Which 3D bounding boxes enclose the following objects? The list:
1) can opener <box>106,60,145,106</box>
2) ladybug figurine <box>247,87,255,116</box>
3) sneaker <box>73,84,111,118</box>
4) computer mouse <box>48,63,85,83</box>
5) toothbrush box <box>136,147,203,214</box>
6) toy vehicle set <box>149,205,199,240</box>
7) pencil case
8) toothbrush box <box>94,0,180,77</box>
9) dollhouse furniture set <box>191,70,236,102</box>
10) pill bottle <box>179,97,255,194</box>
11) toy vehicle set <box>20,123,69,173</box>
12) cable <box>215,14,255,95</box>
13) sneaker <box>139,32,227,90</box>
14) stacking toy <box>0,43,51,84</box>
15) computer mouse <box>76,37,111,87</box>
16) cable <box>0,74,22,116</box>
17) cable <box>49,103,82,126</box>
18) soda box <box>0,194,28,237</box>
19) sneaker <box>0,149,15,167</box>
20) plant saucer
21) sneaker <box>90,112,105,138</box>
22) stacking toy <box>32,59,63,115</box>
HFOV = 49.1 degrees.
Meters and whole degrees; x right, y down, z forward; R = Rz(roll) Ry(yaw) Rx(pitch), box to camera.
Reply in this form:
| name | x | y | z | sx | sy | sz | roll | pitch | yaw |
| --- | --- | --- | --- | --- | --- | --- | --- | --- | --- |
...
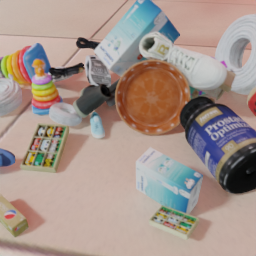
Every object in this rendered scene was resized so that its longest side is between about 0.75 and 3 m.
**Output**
| name | x | y | z | sx | sy | sz | roll | pitch | yaw |
| --- | --- | --- | --- | --- | --- | --- | --- | --- | --- |
| can opener | 0.117 | -1.485 | 9.483 | 2.264 | 0.757 | 0.604 | -38 | 71 | -11 |
| ladybug figurine | 3.294 | -0.452 | 6.642 | 0.468 | 0.883 | 1.301 | -30 | 44 | 1 |
| sneaker | -0.919 | -1.004 | 8.571 | 1.022 | 0.720 | 1.925 | -31 | 19 | 18 |
| computer mouse | -2.314 | -1.887 | 9.527 | 1.180 | 0.472 | 2.153 | -22 | 12 | -25 |
| toothbrush box | 0.806 | 1.131 | 5.817 | 1.276 | 0.934 | 0.544 | 25 | 48 | 29 |
| toy vehicle set | 0.880 | 1.803 | 5.403 | 0.817 | 0.108 | 0.508 | 10 | 29 | 36 |
| pencil case | 1.749 | -1.500 | 9.166 | 2.855 | 1.319 | 1.215 | -19 | 75 | -23 |
| toothbrush box | 0.336 | -2.925 | 9.633 | 1.048 | 2.457 | 1.799 | 53 | 17 | 25 |
| dollhouse furniture set | 2.346 | -1.008 | 8.207 | 0.795 | 1.535 | 0.679 | 29 | 51 | 6 |
| pill bottle | 2.222 | 0.266 | 6.739 | 1.367 | 1.367 | 2.444 | -10 | 37 | -14 |
| toy vehicle set | -2.091 | 0.480 | 7.163 | 0.858 | 0.183 | 1.382 | 3 | 50 | 5 |
| cable | 3.967 | -2.403 | 9.373 | 0.892 | 2.575 | 2.575 | 3 | 68 | -23 |
| sneaker | 1.314 | -1.852 | 7.674 | 1.492 | 0.951 | 2.581 | 13 | 17 | -41 |
| stacking toy | -4.307 | -2.209 | 10.451 | 2.571 | 1.411 | 1.492 | -4 | 37 | 15 |
| computer mouse | -1.237 | -2.319 | 10.517 | 1.334 | 0.534 | 2.432 | 8 | 57 | -27 |
| cable | -4.426 | -1.009 | 9.116 | 1.860 | 0.644 | 1.860 | -22 | 43 | -26 |
| cable | -1.838 | -0.404 | 8.315 | 0.971 | 0.336 | 0.971 | 28 | 23 | 20 |
| soda box | -2.411 | 1.739 | 5.602 | 0.936 | 0.300 | 0.317 | 27 | 44 | 31 |
| sneaker | -3.302 | 0.753 | 6.508 | 1.267 | 0.468 | 0.521 | 6 | 27 | -11 |
| plant saucer | 0.676 | -0.842 | 7.822 | 2.061 | 2.061 | 0.333 | 2 | 11 | 2 |
| sneaker | -0.921 | -0.105 | 8.029 | 0.376 | 0.417 | 1.018 | -16 | 37 | -11 |
| stacking toy | -2.648 | -1.338 | 8.669 | 0.971 | 1.673 | 0.918 | -12 | 38 | -12 |
